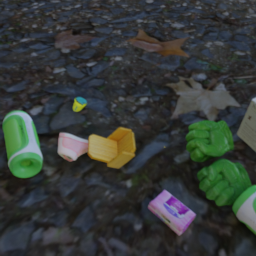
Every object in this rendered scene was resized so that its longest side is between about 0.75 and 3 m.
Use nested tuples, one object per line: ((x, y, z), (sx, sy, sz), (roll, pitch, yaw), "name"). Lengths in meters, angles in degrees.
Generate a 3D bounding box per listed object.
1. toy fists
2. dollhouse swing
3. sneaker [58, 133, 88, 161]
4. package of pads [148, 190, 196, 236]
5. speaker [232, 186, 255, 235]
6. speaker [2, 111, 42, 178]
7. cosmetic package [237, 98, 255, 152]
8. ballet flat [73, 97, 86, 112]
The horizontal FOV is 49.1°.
((2.803, 1.053, 9.007), (1.443, 0.974, 2.832), (-14, 71, -4), "toy fists")
((-0.585, 0.529, 9.626), (1.144, 1.182, 1.301), (33, 32, -28), "dollhouse swing")
((-1.800, 0.794, 9.835), (0.634, 1.684, 0.880), (-4, 72, 36), "sneaker")
((1.265, 2.430, 8.146), (1.221, 0.462, 0.736), (35, 49, 29), "package of pads")
((4.179, 2.844, 7.390), (1.237, 1.237, 2.798), (-23, 47, -24), "speaker")
((-3.818, 0.509, 10.037), (1.164, 1.164, 2.633), (-16, 44, -17), "speaker")
((5.165, -0.148, 9.797), (1.595, 1.917, 1.604), (-24, 53, -18), "cosmetic package")
((-2.132, -0.976, 12.005), (0.519, 0.520, 1.552), (29, 8, -9), "ballet flat")
